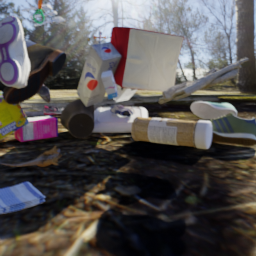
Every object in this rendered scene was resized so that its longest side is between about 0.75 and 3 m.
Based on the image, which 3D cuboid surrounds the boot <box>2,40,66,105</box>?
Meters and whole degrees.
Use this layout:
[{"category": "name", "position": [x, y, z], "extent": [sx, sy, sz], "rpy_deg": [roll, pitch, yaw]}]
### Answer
[{"category": "boot", "position": [-3.559, -1.979, 9.586], "extent": [1.454, 1.120, 2.999], "rpy_deg": [29, 47, 6]}]

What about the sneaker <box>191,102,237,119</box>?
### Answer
[{"category": "sneaker", "position": [5.107, -1.077, 16.793], "extent": [2.620, 0.964, 1.546], "rpy_deg": [13, 19, 15]}]

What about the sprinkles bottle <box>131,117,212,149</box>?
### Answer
[{"category": "sprinkles bottle", "position": [1.552, 0.145, 10.279], "extent": [2.864, 0.977, 0.977], "rpy_deg": [5, 12, 28]}]

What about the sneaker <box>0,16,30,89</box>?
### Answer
[{"category": "sneaker", "position": [-3.313, -2.139, 8.097], "extent": [0.777, 2.074, 1.033], "rpy_deg": [-3, -4, 7]}]

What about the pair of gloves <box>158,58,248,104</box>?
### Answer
[{"category": "pair of gloves", "position": [2.202, -1.430, 8.936], "extent": [2.349, 0.484, 2.763], "rpy_deg": [-22, 3, -9]}]

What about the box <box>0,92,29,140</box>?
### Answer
[{"category": "box", "position": [-5.053, -0.304, 9.955], "extent": [2.069, 1.262, 1.993], "rpy_deg": [-36, 31, -31]}]

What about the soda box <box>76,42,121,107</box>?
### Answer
[{"category": "soda box", "position": [-1.244, -2.061, 11.182], "extent": [0.919, 2.691, 0.854], "rpy_deg": [-23, 67, -36]}]

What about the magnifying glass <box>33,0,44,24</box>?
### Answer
[{"category": "magnifying glass", "position": [-2.537, -3.336, 7.995], "extent": [0.323, 0.811, 0.091], "rpy_deg": [14, 49, -12]}]

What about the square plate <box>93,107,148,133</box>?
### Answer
[{"category": "square plate", "position": [-0.405, -0.503, 13.689], "extent": [2.809, 0.399, 2.782], "rpy_deg": [0, 24, 1]}]

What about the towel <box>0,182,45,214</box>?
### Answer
[{"category": "towel", "position": [-2.561, 1.424, 5.545], "extent": [1.538, 0.183, 1.130], "rpy_deg": [-8, 12, -35]}]

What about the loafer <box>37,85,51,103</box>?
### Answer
[{"category": "loafer", "position": [-3.910, -1.679, 12.312], "extent": [0.643, 0.564, 1.789], "rpy_deg": [-31, 49, -20]}]

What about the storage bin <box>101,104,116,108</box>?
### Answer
[{"category": "storage bin", "position": [-1.373, -1.407, 19.912], "extent": [0.746, 0.518, 1.104], "rpy_deg": [4, 12, 22]}]

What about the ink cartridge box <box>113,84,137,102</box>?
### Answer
[{"category": "ink cartridge box", "position": [-0.074, -2.956, 14.416], "extent": [1.143, 1.984, 2.719], "rpy_deg": [-16, -22, -47]}]

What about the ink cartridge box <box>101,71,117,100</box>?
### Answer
[{"category": "ink cartridge box", "position": [-0.604, -1.414, 9.171], "extent": [0.329, 0.778, 0.563], "rpy_deg": [-15, 29, 7]}]

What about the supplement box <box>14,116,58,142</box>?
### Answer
[{"category": "supplement box", "position": [-3.757, 0.012, 11.428], "extent": [1.570, 0.812, 0.795], "rpy_deg": [-7, 14, -38]}]

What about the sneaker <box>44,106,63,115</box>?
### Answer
[{"category": "sneaker", "position": [-4.862, -1.176, 18.504], "extent": [0.614, 0.569, 1.523], "rpy_deg": [8, 12, 36]}]

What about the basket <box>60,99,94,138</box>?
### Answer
[{"category": "basket", "position": [-2.124, -0.345, 12.100], "extent": [1.718, 1.296, 1.905], "rpy_deg": [-38, 22, -1]}]

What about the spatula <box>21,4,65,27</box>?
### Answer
[{"category": "spatula", "position": [-2.717, -3.593, 8.921], "extent": [1.252, 0.870, 0.101], "rpy_deg": [-40, -3, -46]}]

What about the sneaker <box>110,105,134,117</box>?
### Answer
[{"category": "sneaker", "position": [-0.326, -0.789, 13.295], "extent": [1.221, 0.459, 0.538], "rpy_deg": [6, 26, 16]}]

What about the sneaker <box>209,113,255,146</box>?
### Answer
[{"category": "sneaker", "position": [3.585, -0.052, 10.460], "extent": [2.413, 1.083, 0.809], "rpy_deg": [9, -26, 26]}]

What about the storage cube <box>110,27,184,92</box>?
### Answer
[{"category": "storage cube", "position": [0.547, -2.849, 11.632], "extent": [2.643, 2.260, 2.376], "rpy_deg": [3, 18, -21]}]

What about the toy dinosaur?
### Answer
[{"category": "toy dinosaur", "position": [-2.417, 0.924, 7.811], "extent": [0.956, 0.543, 1.799], "rpy_deg": [-22, -7, 29]}]

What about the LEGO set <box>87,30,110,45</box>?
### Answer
[{"category": "LEGO set", "position": [-1.341, -3.941, 13.230], "extent": [1.285, 0.960, 0.315], "rpy_deg": [46, 18, 2]}]
